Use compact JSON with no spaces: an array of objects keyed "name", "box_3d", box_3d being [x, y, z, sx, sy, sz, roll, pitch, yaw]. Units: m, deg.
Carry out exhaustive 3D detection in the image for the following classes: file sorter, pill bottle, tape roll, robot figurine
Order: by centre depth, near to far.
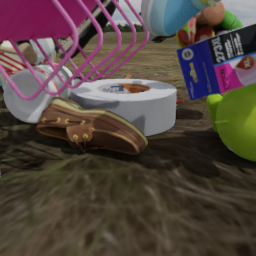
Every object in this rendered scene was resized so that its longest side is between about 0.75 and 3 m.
[{"name":"file sorter","box_3d":[-0.948,-1.605,4.796,1.667,1.504,2.399,-37,-1,34]},{"name":"robot figurine","box_3d":[3.002,-0.333,5.946,2.578,1.700,2.938,16,25,38]},{"name":"tape roll","box_3d":[-0.118,-0.684,7.975,2.946,0.973,2.946,0,20,0]},{"name":"pill bottle","box_3d":[-2.576,-1.224,8.693,1.484,1.484,2.606,1,20,2]}]

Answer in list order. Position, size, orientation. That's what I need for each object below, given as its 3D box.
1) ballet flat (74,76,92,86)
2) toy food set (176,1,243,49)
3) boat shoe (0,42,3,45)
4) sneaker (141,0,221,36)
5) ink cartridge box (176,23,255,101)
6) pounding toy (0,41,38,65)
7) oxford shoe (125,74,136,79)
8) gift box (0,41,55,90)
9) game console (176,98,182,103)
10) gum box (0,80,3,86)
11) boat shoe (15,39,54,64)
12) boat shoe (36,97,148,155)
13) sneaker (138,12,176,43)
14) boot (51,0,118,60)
[{"name":"ballet flat","box_3d":[-2.320,-1.758,11.653,1.821,0.619,0.623,-2,27,24]},{"name":"toy food set","box_3d":[2.052,-2.325,6.785,2.561,1.507,0.836,31,-4,-16]},{"name":"boat shoe","box_3d":[-3.344,-1.975,6.382,0.400,0.378,1.111,-18,-3,34]},{"name":"sneaker","box_3d":[1.405,-1.972,3.453,1.050,2.641,1.724,10,37,-52]},{"name":"ink cartridge box","box_3d":[1.967,-1.223,4.861,2.055,0.973,0.381,-17,9,5]},{"name":"pounding toy","box_3d":[-2.356,-2.301,5.759,1.755,0.914,1.998,-24,65,-2]},{"name":"oxford shoe","box_3d":[0.204,-1.763,11.581,0.700,0.685,1.921,25,11,2]},{"name":"gift box","box_3d":[-4.390,-2.970,11.575,2.312,2.506,2.340,-17,51,-29]},{"name":"game console","box_3d":[1.298,-1.073,10.263,0.926,0.163,1.047,-16,26,-37]},{"name":"gum box","box_3d":[-5.407,-2.334,13.375,1.852,0.413,1.573,10,22,22]},{"name":"boat shoe","box_3d":[-3.083,-2.954,7.625,0.922,2.643,0.941,-9,37,37]},{"name":"boat shoe","box_3d":[-0.865,0.123,6.081,2.670,0.961,0.902,18,58,27]},{"name":"sneaker","box_3d":[1.080,-3.240,9.095,0.958,1.027,2.591,-18,30,-2]},{"name":"boot","box_3d":[-1.926,-3.943,9.553,2.112,2.806,1.027,44,6,7]}]
